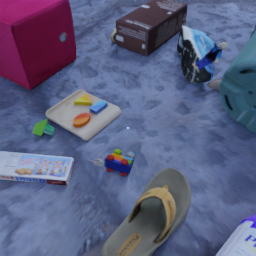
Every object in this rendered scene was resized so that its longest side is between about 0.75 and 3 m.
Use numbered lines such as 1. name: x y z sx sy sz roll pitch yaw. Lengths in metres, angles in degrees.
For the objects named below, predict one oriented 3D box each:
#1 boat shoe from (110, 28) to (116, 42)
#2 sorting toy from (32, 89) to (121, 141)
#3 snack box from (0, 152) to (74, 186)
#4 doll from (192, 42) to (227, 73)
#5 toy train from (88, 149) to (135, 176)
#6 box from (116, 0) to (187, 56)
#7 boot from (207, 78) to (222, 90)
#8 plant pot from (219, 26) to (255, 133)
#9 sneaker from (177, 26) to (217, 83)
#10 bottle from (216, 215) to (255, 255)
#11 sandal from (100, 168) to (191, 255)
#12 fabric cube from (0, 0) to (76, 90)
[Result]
1. boat shoe: -0.359 -3.666 10.796 0.409 0.456 1.233 12 43 30
2. sorting toy: -1.421 -0.274 7.397 1.562 0.311 2.113 29 51 26
3. snack box: -2.159 0.894 6.280 1.782 0.217 0.641 4 45 5
4. doll: 2.025 -1.727 6.831 0.915 0.222 0.624 -38 34 18
5. toy train: -0.347 0.682 6.404 0.972 0.411 0.562 15 36 15
6. box: 0.920 -3.919 10.592 1.416 1.060 2.828 27 52 24
7. boot: 2.932 -1.105 8.224 1.016 0.357 0.743 -7 47 -6
8. plant pot: 3.929 -1.438 7.026 2.859 2.859 2.800 31 60 28
9. sneaker: 2.426 -2.494 9.113 1.282 1.117 2.850 3 45 -2
10. bottle: 2.268 2.047 4.650 2.565 0.837 1.071 -34 65 -30
11. sandal: 0.422 1.621 5.224 0.989 0.665 2.463 29 51 26
12. fabric cube: -3.220 -2.892 8.750 2.184 2.142 2.177 25 50 22
